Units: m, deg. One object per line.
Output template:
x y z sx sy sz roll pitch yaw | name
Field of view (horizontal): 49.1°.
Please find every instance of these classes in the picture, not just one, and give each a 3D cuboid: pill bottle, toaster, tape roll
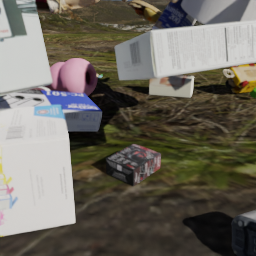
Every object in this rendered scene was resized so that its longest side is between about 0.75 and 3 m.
1.598 -3.432 8.453 0.969 1.746 0.969 33 15 -10 | pill bottle
1.930 1.428 3.502 0.729 0.642 1.129 -10 10 -30 | toaster
2.331 -3.073 6.412 1.896 1.302 1.896 15 38 -12 | tape roll

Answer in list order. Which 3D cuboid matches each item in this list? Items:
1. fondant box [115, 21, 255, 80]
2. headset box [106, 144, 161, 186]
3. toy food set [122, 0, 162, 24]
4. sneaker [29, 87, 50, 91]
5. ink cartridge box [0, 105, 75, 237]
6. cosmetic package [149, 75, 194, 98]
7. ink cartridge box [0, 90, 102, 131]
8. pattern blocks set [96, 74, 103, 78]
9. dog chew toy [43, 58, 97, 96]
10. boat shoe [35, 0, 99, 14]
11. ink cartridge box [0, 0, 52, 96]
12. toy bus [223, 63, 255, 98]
0.911 -1.069 3.941 1.888 0.550 1.362 -11 12 -18 | fondant box
0.149 0.705 5.718 0.735 0.371 0.989 17 28 36 | headset box
0.663 -3.987 9.884 2.257 0.453 1.558 26 10 -6 | toy food set
-3.762 -0.937 9.058 2.386 0.903 1.378 3 25 6 | sneaker
-2.144 0.638 4.386 2.399 1.502 1.542 -6 23 -14 | ink cartridge box
1.713 -1.683 11.048 1.626 0.709 0.841 6 23 15 | cosmetic package
-2.299 -0.482 7.266 2.947 0.651 1.385 0 26 -33 | ink cartridge box
-1.841 -2.665 14.240 1.085 0.088 0.954 -1 23 -2 | pattern blocks set
-2.388 -1.883 10.755 2.366 1.473 1.473 3 21 29 | dog chew toy
-2.207 -3.874 8.413 2.779 1.025 0.961 4 55 12 | boat shoe
-2.368 -1.911 4.471 1.152 2.772 2.032 -19 18 -35 | ink cartridge box
4.471 -1.859 11.071 1.947 1.006 1.837 30 52 0 | toy bus
